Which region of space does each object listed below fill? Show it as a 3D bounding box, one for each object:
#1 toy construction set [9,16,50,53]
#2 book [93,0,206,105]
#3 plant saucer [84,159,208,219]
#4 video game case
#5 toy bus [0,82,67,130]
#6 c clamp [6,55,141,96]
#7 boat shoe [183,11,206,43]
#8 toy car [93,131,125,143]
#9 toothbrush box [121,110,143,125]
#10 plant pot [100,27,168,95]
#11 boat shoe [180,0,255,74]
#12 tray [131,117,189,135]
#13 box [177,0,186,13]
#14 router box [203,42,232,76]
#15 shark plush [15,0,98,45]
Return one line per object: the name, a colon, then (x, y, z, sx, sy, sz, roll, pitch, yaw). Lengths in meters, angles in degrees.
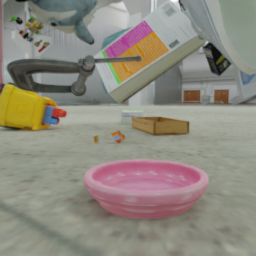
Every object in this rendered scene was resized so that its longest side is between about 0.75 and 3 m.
toy construction set: (-2.305, -2.586, 7.243, 0.777, 1.011, 0.843, -24, 13, 32)
book: (0.368, -1.859, 6.639, 2.373, 1.585, 0.570, -34, -36, 11)
plant saucer: (0.214, 0.725, 3.471, 1.499, 0.380, 1.499, -1, 7, 0)
video game case: (3.632, -2.337, 6.711, 2.473, 2.713, 0.298, -19, 19, 4)
toy bus: (-3.858, -0.731, 11.853, 2.551, 1.803, 2.657, 13, 3, -3)
c clamp: (-1.239, -0.976, 5.675, 2.216, 0.351, 2.594, -2, -4, -21)
boat shoe: (2.164, -3.100, 7.838, 1.119, 2.960, 0.893, 46, 13, 6)
toy car: (-0.534, 0.373, 8.066, 0.875, 0.429, 0.291, -15, 48, 8)
toothbrush box: (0.219, -0.545, 14.209, 1.095, 0.647, 1.504, 1, 5, 2)
plant pot: (0.007, -2.768, 10.864, 2.823, 1.901, 2.823, -20, 22, 9)
boat shoe: (1.580, -2.103, 5.039, 0.945, 2.708, 0.964, -24, -6, -18)
tray: (1.148, -0.118, 10.985, 1.349, 0.506, 2.735, -2, 6, -15)
box: (2.088, -3.865, 9.132, 1.233, 1.224, 0.306, 17, -34, -42)
router box: (2.724, -2.225, 7.789, 1.247, 0.980, 0.326, -43, 42, -8)
shark plush: (-1.693, -2.897, 6.226, 1.262, 1.157, 2.778, 34, 15, 32)
